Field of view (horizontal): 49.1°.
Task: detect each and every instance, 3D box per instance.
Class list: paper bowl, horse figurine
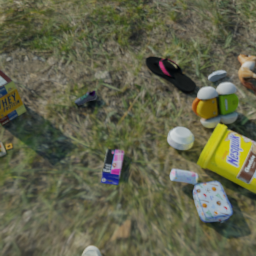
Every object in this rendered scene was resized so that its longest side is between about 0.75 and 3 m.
[{"bbox_3d":[2.015,0.348,10.628,0.977,0.508,0.977,5,36,-4],"label":"paper bowl"},{"bbox_3d":[5.766,-2.655,12.960,1.672,0.630,2.523,13,58,24],"label":"horse figurine"}]

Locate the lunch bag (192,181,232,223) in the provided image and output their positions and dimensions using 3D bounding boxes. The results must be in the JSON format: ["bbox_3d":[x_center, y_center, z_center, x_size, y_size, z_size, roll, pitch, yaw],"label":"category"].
[{"bbox_3d":[2.771,2.440,9.184,1.071,0.505,1.337,-6,52,-7],"label":"lunch bag"}]

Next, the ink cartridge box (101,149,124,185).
[{"bbox_3d":[-0.566,1.394,10.161,0.629,0.246,1.328,7,55,5],"label":"ink cartridge box"}]

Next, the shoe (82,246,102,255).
[{"bbox_3d":[-1.083,4.380,7.605,0.805,0.615,2.303,2,52,2],"label":"shoe"}]

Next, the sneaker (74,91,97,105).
[{"bbox_3d":[-1.861,-1.347,12.115,1.023,0.448,0.381,-24,56,-18],"label":"sneaker"}]

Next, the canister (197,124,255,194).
[{"bbox_3d":[3.930,1.102,9.881,2.415,1.045,1.794,27,57,18],"label":"canister"}]

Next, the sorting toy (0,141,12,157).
[{"bbox_3d":[-5.048,0.837,10.611,1.250,0.170,0.704,-27,57,-19],"label":"sorting toy"}]

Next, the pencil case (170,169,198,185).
[{"bbox_3d":[1.926,1.700,9.649,0.952,0.396,0.432,14,56,-14],"label":"pencil case"}]

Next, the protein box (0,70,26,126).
[{"bbox_3d":[-5.350,-1.396,11.315,1.775,1.763,1.198,38,61,25],"label":"protein box"}]

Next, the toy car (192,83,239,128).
[{"bbox_3d":[3.487,-0.962,11.370,1.836,1.606,1.376,-14,17,-10],"label":"toy car"}]

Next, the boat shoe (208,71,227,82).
[{"bbox_3d":[4.091,-2.428,13.054,1.033,0.380,0.345,-16,38,-22],"label":"boat shoe"}]

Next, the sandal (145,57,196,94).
[{"bbox_3d":[1.998,-2.672,13.002,1.083,0.650,2.884,-35,60,-24],"label":"sandal"}]
